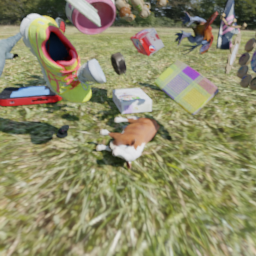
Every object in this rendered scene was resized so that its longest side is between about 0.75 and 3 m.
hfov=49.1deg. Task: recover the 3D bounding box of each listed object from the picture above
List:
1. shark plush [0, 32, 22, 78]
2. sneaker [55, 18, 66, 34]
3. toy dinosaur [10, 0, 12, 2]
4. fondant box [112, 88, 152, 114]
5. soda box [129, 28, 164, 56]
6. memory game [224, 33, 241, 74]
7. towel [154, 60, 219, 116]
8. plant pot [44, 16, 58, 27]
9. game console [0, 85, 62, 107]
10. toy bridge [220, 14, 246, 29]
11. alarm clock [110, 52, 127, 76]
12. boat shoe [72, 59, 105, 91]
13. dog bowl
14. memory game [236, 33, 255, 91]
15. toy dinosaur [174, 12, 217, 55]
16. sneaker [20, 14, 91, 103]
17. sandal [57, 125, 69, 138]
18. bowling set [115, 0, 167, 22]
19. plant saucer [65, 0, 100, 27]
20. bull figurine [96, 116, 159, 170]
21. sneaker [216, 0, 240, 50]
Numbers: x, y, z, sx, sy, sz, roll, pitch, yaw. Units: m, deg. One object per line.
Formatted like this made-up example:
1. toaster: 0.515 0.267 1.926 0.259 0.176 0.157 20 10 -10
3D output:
1. shark plush: -3.759 -2.172 8.533 0.887 0.968 2.130 19 46 11
2. sneaker: -3.379 -3.958 12.023 0.993 2.078 0.824 30 54 -12
3. toy dinosaur: -3.842 -4.411 9.246 0.475 0.270 0.894 9 3 1
4. fondant box: 0.126 -1.192 12.049 1.295 0.523 1.795 -6 24 -13
5. soda box: 0.656 -3.281 10.675 0.680 0.750 2.144 -34 19 3
6. memory game: 4.182 -2.953 11.188 0.106 1.665 1.665 21 31 23
7. towel: 1.651 -1.164 8.032 1.147 0.182 1.597 -43 69 -10
8. plant pot: -3.365 -3.704 10.860 1.081 1.081 1.017 4 28 8
9. game console: -4.536 -1.624 13.130 2.760 0.428 2.441 -6 25 -14
10. toy bridge: 3.999 -4.013 10.742 1.042 0.350 0.142 22 64 -7
11. alarm clock: -0.337 -1.934 8.372 0.318 0.645 0.956 -22 35 -10
12. boat shoe: -0.986 -1.281 6.765 0.704 0.610 1.652 -27 18 2
13. dog bowl: -1.506 -4.881 11.854 2.168 2.168 0.799 -12 65 -24
14. memory game: 3.437 -1.885 7.015 0.127 1.993 1.993 19 20 -16
15. toy dinosaur: 2.107 -2.543 7.976 1.833 1.061 2.020 1 16 -37
16. sneaker: -1.635 -1.549 7.131 1.197 2.651 1.036 24 66 43
17. sandal: -2.237 0.070 9.609 0.368 0.234 0.978 -2 24 -5
18. bowling set: 0.138 -3.246 7.696 1.600 0.859 1.113 9 68 43
19. plant saucer: -0.919 -2.505 5.839 0.970 0.243 0.970 38 13 -10
20. bull figurine: -0.012 0.322 8.360 1.503 0.806 2.476 13 28 27
21. sneaker: 4.136 -4.152 11.317 0.813 1.983 0.696 11 19 12
